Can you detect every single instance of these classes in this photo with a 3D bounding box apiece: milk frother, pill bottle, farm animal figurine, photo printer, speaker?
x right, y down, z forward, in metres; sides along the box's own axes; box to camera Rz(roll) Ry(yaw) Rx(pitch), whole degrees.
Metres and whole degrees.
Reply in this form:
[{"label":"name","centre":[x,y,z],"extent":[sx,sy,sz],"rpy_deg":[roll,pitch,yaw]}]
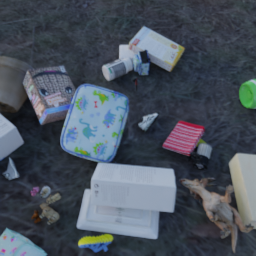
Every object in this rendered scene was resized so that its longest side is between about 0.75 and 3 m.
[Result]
[{"label":"milk frother","centre":[2.697,0.946,10.413],"extent":[0.850,0.942,0.886],"rpy_deg":[20,60,4]},{"label":"pill bottle","centre":[-0.496,-2.842,13.444],"extent":[1.343,0.759,0.759],"rpy_deg":[-26,57,-18]},{"label":"farm animal figurine","centre":[-2.713,2.528,9.338],"extent":[0.970,0.604,1.201],"rpy_deg":[4,93,8]},{"label":"photo printer","centre":[0.221,-3.739,14.293],"extent":[1.344,0.467,1.118],"rpy_deg":[1,55,0]},{"label":"speaker","centre":[6.501,-1.647,12.240],"extent":[2.969,1.313,1.313],"rpy_deg":[-11,54,-8]}]

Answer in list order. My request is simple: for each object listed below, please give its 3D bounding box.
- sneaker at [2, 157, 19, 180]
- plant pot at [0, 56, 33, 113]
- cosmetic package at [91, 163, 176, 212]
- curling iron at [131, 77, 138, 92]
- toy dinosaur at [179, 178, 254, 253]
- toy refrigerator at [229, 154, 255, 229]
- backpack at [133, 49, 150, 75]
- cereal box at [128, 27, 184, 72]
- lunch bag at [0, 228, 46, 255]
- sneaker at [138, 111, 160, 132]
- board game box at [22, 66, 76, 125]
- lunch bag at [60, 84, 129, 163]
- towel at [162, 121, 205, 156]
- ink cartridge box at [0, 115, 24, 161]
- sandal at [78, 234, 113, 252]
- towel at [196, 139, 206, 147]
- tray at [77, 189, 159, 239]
[{"label":"sneaker","centre":[-4.470,1.541,10.424],"extent":[0.534,0.347,0.925],"rpy_deg":[-26,58,-16]},{"label":"plant pot","centre":[-5.115,-1.720,12.020],"extent":[2.104,2.104,1.825],"rpy_deg":[9,70,7]},{"label":"cosmetic package","centre":[0.185,1.954,9.384],"extent":[2.666,0.950,1.352],"rpy_deg":[4,18,4]},{"label":"curling iron","centre":[0.327,-1.967,12.597],"extent":[0.251,1.012,0.129],"rpy_deg":[-17,63,0]},{"label":"toy dinosaur","centre":[2.919,2.583,9.075],"extent":[1.117,1.764,2.603],"rpy_deg":[-33,94,-3]},{"label":"toy refrigerator","centre":[4.251,2.162,9.662],"extent":[0.923,0.850,2.430],"rpy_deg":[5,54,-5]},{"label":"backpack","centre":[0.633,-3.063,13.451],"extent":[0.753,1.025,0.938],"rpy_deg":[-7,52,-4]},{"label":"cereal box","centre":[1.428,-3.998,14.113],"extent":[2.449,0.484,1.762],"rpy_deg":[30,54,6]},{"label":"lunch bag","centre":[-3.269,3.890,8.185],"extent":[1.496,0.912,1.274],"rpy_deg":[21,65,25]},{"label":"sneaker","centre":[0.875,-0.388,11.777],"extent":[0.519,0.435,1.173],"rpy_deg":[36,60,14]},{"label":"board game box","centre":[-3.069,-1.362,11.401],"extent":[1.600,0.972,2.007],"rpy_deg":[-19,76,-39]},{"label":"lunch bag","centre":[-1.258,-0.167,10.603],"extent":[2.198,1.127,2.734],"rpy_deg":[15,81,1]},{"label":"towel","centre":[2.193,0.362,10.977],"extent":[1.159,0.180,1.602],"rpy_deg":[17,48,29]},{"label":"ink cartridge box","centre":[-5.822,0.188,10.928],"extent":[2.702,1.139,1.973],"rpy_deg":[33,60,22]},{"label":"sandal","centre":[-0.993,3.604,8.611],"extent":[1.108,0.440,0.482],"rpy_deg":[7,91,-26]},{"label":"towel","centre":[2.674,0.548,11.326],"extent":[0.527,0.110,1.224],"rpy_deg":[-38,62,-19]},{"label":"tray","centre":[-0.296,2.830,9.480],"extent":[2.696,0.299,1.448],"rpy_deg":[6,54,4]}]
